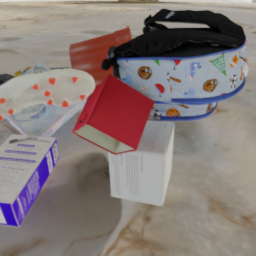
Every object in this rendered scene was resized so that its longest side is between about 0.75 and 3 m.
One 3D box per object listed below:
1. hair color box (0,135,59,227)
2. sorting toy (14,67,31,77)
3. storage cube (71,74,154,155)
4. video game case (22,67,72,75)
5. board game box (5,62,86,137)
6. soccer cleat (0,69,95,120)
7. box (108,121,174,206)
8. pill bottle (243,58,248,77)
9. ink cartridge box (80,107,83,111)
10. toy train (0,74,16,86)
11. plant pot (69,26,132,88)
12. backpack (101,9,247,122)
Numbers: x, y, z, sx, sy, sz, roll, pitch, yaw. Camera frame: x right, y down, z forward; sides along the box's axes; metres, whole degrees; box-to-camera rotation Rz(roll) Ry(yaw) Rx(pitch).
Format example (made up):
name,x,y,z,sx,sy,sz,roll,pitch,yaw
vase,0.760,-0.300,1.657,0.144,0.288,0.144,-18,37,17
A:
name,x,y,z,sx,sy,sz,roll,pitch,yaw
hair color box,-2.924,1.212,7.232,1.422,0.843,2.601,4,33,8
sorting toy,-4.650,-2.230,13.056,2.019,0.363,2.710,-27,44,-29
storage cube,-0.314,-0.209,5.710,1.251,1.070,1.125,28,69,-19
video game case,-4.014,-2.634,14.216,2.675,0.254,1.911,-7,32,-9
board game box,-3.041,-0.882,9.550,2.303,0.502,2.314,38,64,16
soccer cleat,-1.356,-0.607,4.275,1.751,0.607,0.679,-13,38,8
box,0.387,0.794,7.157,1.369,1.591,1.598,7,31,15
pill bottle,5.326,-2.923,13.822,1.124,1.124,1.880,10,33,16
ink cartridge box,-0.436,-0.792,10.587,2.388,0.806,1.391,-25,39,-35
toy train,-5.236,-1.605,11.386,2.401,1.368,1.023,21,36,30
plant pot,-1.086,-2.934,12.605,2.716,2.793,2.793,-10,31,0
backpack,1.249,-1.373,6.410,2.748,2.223,2.885,0,35,29
